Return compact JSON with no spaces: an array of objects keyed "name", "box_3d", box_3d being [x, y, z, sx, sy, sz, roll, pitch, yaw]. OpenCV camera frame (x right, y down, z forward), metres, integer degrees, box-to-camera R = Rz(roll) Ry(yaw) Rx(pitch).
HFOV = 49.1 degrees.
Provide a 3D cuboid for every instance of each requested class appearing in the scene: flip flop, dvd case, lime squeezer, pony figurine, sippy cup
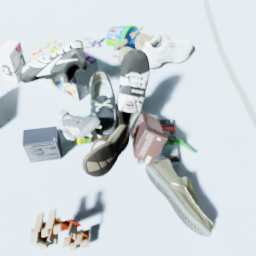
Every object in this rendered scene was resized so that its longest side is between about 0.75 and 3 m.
[{"name":"flip flop","box_3d":[-0.593,0.527,7.277,0.605,0.852,2.102,10,32,23]},{"name":"dvd case","box_3d":[0.982,0.450,9.587,1.375,0.207,1.884,-1,48,-1]},{"name":"lime squeezer","box_3d":[1.535,0.575,9.192,1.336,0.252,0.472,6,75,-7]},{"name":"pony figurine","box_3d":[-1.735,-4.137,13.425,0.756,0.629,0.730,-3,81,-7]},{"name":"sippy cup","box_3d":[-0.279,-4.178,13.029,1.233,1.682,1.321,25,96,33]}]

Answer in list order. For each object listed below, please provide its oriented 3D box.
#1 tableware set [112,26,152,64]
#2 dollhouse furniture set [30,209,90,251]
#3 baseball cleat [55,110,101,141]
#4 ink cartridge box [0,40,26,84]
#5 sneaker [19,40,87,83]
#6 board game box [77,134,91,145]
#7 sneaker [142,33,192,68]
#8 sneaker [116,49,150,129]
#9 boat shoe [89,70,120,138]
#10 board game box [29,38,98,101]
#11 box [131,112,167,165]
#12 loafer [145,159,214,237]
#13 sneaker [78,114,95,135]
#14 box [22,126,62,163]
[{"name":"tableware set","box_3d":[0.333,-3.428,12.616,1.470,0.446,2.224,50,62,-9]},{"name":"dollhouse furniture set","box_3d":[-1.826,2.556,7.101,1.345,1.360,0.701,-23,42,23]},{"name":"baseball cleat","box_3d":[-1.555,-0.127,8.019,1.005,1.888,0.658,49,54,-16]},{"name":"ink cartridge box","box_3d":[-4.752,-2.699,11.532,0.600,1.422,1.029,10,49,5]},{"name":"sneaker","box_3d":[-2.541,-1.969,9.648,2.575,0.856,1.165,-24,83,6]},{"name":"board game box","box_3d":[-1.434,0.113,9.154,0.424,0.835,0.199,-11,27,-35]},{"name":"sneaker","box_3d":[1.800,-3.494,12.205,2.780,1.385,1.041,-23,54,-25]},{"name":"sneaker","box_3d":[0.163,-1.075,8.758,0.981,2.647,1.171,3,38,-7]},{"name":"boat shoe","box_3d":[-0.817,-0.767,8.775,0.948,0.757,2.508,-12,53,-6]},{"name":"board game box","box_3d":[-2.546,-2.391,11.314,2.514,1.318,1.295,30,57,24]},{"name":"box","box_3d":[0.567,0.258,8.442,0.675,0.902,1.801,23,17,-12]},{"name":"loafer","box_3d":[1.506,1.797,7.761,0.887,0.957,2.546,-33,63,-14]},{"name":"sneaker","box_3d":[-1.016,-0.157,9.762,1.847,0.735,0.716,-4,49,-4]},{"name":"box","box_3d":[-2.702,0.528,8.923,1.047,1.039,0.645,-6,54,-8]}]
